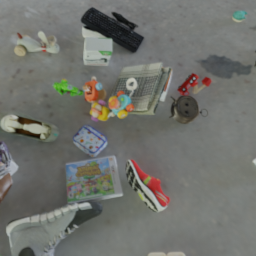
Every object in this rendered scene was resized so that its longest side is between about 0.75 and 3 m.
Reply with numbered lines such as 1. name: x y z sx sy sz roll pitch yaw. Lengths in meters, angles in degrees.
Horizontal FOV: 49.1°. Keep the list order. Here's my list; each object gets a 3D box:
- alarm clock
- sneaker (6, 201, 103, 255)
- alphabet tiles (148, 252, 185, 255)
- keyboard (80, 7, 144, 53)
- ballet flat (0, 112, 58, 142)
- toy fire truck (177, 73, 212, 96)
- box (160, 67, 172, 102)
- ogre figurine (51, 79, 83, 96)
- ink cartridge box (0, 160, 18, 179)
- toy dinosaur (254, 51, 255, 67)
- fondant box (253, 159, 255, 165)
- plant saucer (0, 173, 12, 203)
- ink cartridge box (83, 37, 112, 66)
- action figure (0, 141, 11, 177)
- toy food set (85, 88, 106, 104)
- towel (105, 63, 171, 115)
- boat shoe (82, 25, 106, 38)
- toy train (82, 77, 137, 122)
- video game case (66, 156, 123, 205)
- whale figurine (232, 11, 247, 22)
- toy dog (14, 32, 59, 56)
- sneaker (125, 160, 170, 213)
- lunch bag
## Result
1. alarm clock: 2.361 -0.689 10.744 1.576 0.525 1.063 9 74 -13
2. sneaker: -2.064 3.331 8.327 2.977 1.117 1.719 -16 65 2
3. alphabet tiles: 1.139 4.770 7.898 2.270 0.169 2.321 0 59 0
4. keyboard: -0.589 -4.708 12.766 2.895 0.574 1.507 29 63 -5
5. ballet flat: -3.819 -0.097 10.166 2.558 0.815 0.862 13 86 2
6. toy fire truck: 2.700 -1.711 11.407 1.309 0.923 0.319 -48 36 2
7. box: 1.199 -1.847 11.486 0.951 0.664 1.249 15 60 7
8. ogre figurine: -2.439 -1.532 10.982 1.240 0.743 0.608 32 89 22
9. ink cartridge box: -5.013 1.181 9.629 1.907 0.804 1.393 33 65 19
10. toy dinosaur: 6.113 -3.044 12.270 1.108 0.597 2.514 10 58 -12
11. fondant box: 5.068 1.131 9.969 0.983 0.286 0.709 -33 65 -19
12. plant saucer: -4.091 2.205 8.618 0.326 1.783 1.783 32 62 -8
13. ink cartridge box: -1.286 -3.139 11.649 1.084 1.478 0.614 -1 81 -11
14. action figure: -3.958 1.003 7.909 1.393 0.743 2.141 -13 22 -13
15. toy food set: -1.326 -1.314 11.343 0.883 0.215 0.874 39 68 23
16. towel: 0.342 -1.523 10.718 2.317 0.400 2.231 5 61 34
17. boat shoe: -1.319 -4.514 13.109 1.712 0.587 0.616 11 60 7
18. toy train: -0.874 -1.163 10.383 2.399 0.667 1.802 -1 83 32
19. video game case: -1.185 1.726 9.440 1.766 0.195 1.608 -9 46 -7
20. whale figurine: 5.554 -5.607 13.837 0.850 0.441 0.676 -34 65 -18
21. toy dog: -4.159 -3.838 12.502 1.966 0.947 1.297 -13 60 -8
22. sneaker: 0.634 1.865 9.402 0.843 0.765 1.986 -25 68 -30
23. lunch bag: -1.400 0.435 10.299 1.171 0.442 0.938 35 64 17
